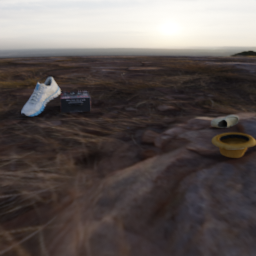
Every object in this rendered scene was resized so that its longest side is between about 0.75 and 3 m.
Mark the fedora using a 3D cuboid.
[{"bbox_3d":[3.189,0.559,8.482,1.294,0.528,1.294,-4,20,2],"label":"fedora"}]

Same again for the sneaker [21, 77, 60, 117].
[{"bbox_3d":[-4.098,-1.472,12.769,0.875,1.012,2.334,15,50,22],"label":"sneaker"}]

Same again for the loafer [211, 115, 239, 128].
[{"bbox_3d":[3.841,-0.201,10.969,1.151,0.436,0.393,-13,22,-8],"label":"loafer"}]

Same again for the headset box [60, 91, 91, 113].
[{"bbox_3d":[-2.564,-1.281,13.654,1.399,0.726,1.880,-3,17,-10],"label":"headset box"}]
